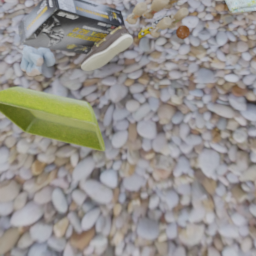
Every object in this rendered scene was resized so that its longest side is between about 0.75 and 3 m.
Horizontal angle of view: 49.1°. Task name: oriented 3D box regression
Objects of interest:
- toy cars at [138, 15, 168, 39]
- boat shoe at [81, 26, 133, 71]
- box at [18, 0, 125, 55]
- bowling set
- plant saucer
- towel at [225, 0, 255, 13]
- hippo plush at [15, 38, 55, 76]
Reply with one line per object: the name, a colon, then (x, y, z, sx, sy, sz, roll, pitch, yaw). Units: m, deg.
toy cars: (0.955, -4.133, 11.286, 0.673, 1.502, 0.333, -30, 92, -49)
boat shoe: (-0.834, -2.768, 9.826, 2.097, 0.753, 0.624, -30, 72, 20)
box: (-1.914, -3.492, 9.701, 2.908, 2.303, 0.703, -6, 79, -48)
bowling set: (1.270, -3.753, 9.984, 2.534, 1.360, 1.764, -30, 96, -22)
plant saucer: (-2.053, -0.264, 8.119, 2.876, 2.872, 0.689, 13, 73, 4)
towel: (5.568, -6.262, 13.169, 2.204, 0.531, 1.887, -9, 59, -5)
hippo plush: (-3.531, -2.694, 10.938, 1.400, 1.115, 1.126, 49, 38, 9)
